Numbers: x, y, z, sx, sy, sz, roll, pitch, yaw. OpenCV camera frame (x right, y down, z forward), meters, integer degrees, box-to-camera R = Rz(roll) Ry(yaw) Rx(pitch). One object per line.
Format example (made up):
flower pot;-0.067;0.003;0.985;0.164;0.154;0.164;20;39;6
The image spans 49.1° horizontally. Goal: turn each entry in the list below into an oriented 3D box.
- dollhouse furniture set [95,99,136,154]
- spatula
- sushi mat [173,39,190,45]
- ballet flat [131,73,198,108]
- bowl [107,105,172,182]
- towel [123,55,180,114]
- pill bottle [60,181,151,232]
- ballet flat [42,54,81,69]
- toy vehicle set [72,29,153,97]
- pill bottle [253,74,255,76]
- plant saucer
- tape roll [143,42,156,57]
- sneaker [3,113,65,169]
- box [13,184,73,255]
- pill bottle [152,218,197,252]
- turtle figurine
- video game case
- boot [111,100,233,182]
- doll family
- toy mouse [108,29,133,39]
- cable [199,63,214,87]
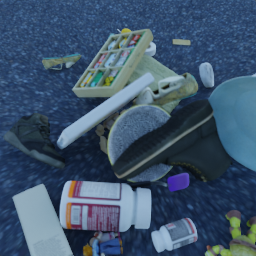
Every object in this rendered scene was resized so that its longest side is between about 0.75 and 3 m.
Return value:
dollhouse furniture set;-0.279;-0.157;8.349;0.907;0.775;1.750;35;57;28
spatula;0.663;1.358;6.777;1.615;0.456;0.166;-7;29;13
sushi mat;2.301;-3.685;12.053;0.755;0.046;0.361;5;48;5
ballet flat;0.839;-0.916;7.734;2.134;0.754;0.754;-22;47;12
bowl;0.281;0.383;7.485;2.011;2.011;0.944;-22;11;-18
towel;0.876;-1.542;9.505;2.286;0.417;1.696;38;64;15
pill bottle;-0.485;1.781;6.361;1.931;1.058;1.058;4;48;-2
ballet flat;-2.475;-2.488;10.640;1.468;0.519;0.519;-10;48;-8
toy vehicle set;-0.480;-2.209;9.520;1.793;0.383;2.885;4;53;38
pill bottle;4.210;-0.360;7.785;1.412;1.412;2.441;-18;45;-16
plant saucer;3.336;-0.068;6.800;2.939;2.939;0.566;35;59;27
tape roll;0.735;-3.230;11.480;0.792;0.277;0.792;0;47;0
sneaker;-2.403;0.274;7.749;2.085;0.797;1.195;27;78;28
box;-1.892;2.252;6.236;0.777;0.647;1.892;-21;51;-18
pill bottle;1.017;2.379;6.200;0.906;0.525;0.525;-14;49;-13
turtle figurine;2.343;2.515;5.979;1.898;0.611;1.530;3;37;23
video game case;-0.704;-0.358;7.439;2.552;2.323;0.292;-37;93;-20
boot;1.254;0.885;6.901;2.883;1.994;1.117;-33;17;-8
doll family;-0.508;2.695;5.863;0.826;0.600;1.331;-8;48;-8
toy mouse;-0.271;-3.747;11.902;1.791;0.347;1.592;30;54;25
cable;2.776;-1.845;9.819;0.305;0.882;0.882;-10;17;29
